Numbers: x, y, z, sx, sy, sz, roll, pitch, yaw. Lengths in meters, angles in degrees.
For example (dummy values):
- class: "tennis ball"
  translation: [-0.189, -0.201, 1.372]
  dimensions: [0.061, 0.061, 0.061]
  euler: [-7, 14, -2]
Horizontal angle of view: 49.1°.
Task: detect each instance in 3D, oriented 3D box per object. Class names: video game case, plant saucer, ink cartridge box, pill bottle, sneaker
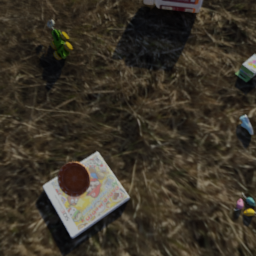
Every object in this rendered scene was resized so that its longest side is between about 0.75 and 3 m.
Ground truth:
- class: "video game case"
  translation: [-1.532, 2.340, 10.127]
  dimensions: [2.380, 0.272, 2.166]
  euler: [-32, 67, -16]
- class: "plant saucer"
  translation: [-1.594, 1.521, 8.315]
  dimensions: [1.032, 0.167, 1.032]
  euler: [0, 90, 12]
- class: "ink cartridge box"
  translation: [5.578, -2.718, 12.730]
  dimensions: [1.295, 0.384, 0.672]
  euler: [-37, 68, -18]
- class: "pill bottle"
  translation: [2.305, -6.865, 14.203]
  dimensions: [2.880, 1.644, 1.644]
  euler: [9, 63, 4]
- class: "sneaker"
  translation: [4.816, -0.073, 11.434]
  dimensions: [0.351, 0.317, 0.856]
  euler: [-23, 65, 21]

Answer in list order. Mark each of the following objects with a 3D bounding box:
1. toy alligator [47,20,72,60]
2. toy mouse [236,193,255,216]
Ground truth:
- class: "toy alligator"
  translation: [-3.219, -4.143, 13.340]
  dimensions: [0.862, 0.625, 2.601]
  euler: [-32, 63, 20]
- class: "toy mouse"
  translation: [4.208, 2.711, 9.985]
  dimensions: [0.931, 0.180, 0.827]
  euler: [0, 62, 0]
